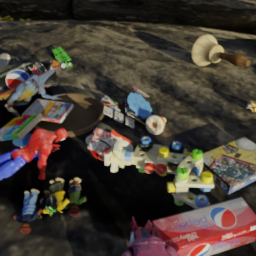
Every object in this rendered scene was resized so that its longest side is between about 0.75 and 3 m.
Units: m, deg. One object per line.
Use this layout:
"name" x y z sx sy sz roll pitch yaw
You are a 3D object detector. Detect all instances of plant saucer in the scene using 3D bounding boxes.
"plant saucer" -2.137 -0.450 9.897 2.625 0.387 2.625 0 35 0

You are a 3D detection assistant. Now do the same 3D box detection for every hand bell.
"hand bell" 4.225 -3.131 12.365 1.481 1.481 2.844 -14 30 -19

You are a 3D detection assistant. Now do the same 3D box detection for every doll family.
"doll family" -1.780 1.768 6.282 1.746 0.685 1.009 -28 48 23

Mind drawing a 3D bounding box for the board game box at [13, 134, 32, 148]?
"board game box" -3.229 0.437 8.864 0.786 0.153 0.621 -21 36 -35

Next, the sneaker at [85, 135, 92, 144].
"sneaker" -0.930 0.255 8.977 0.941 0.354 0.492 -20 22 -12

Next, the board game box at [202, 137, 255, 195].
"board game box" 3.072 0.992 7.910 1.931 0.334 1.308 -17 39 -23

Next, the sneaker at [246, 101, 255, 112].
"sneaker" 4.761 -0.706 10.366 0.788 0.355 0.295 27 38 -7

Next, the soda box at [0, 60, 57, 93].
"soda box" -4.389 -1.986 11.150 2.965 0.939 1.049 -11 5 -17

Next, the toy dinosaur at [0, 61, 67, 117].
"toy dinosaur" -3.464 -1.556 9.796 2.545 1.336 2.309 27 76 7

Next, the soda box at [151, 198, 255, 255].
"soda box" 1.620 2.192 5.924 2.181 0.691 0.763 -10 37 -15

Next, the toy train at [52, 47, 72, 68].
"toy train" -3.398 -3.563 14.240 0.610 0.452 2.164 -23 41 -14

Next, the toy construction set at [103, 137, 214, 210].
"toy construction set" 0.770 1.009 7.209 2.824 1.301 1.852 20 38 8

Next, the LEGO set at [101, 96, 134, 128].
"LEGO set" -0.388 -0.597 10.037 1.192 0.392 1.595 25 30 -17

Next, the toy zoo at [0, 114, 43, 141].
"toy zoo" -3.577 0.005 8.890 1.640 0.168 1.076 -5 36 35

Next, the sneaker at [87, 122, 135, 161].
"sneaker" -0.492 0.572 8.021 0.559 1.675 0.898 16 76 40

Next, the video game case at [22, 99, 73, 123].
"video game case" -2.741 -0.594 9.625 1.431 0.125 1.023 8 39 13

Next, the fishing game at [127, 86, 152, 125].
"fishing game" 0.399 -0.777 10.093 1.127 0.245 1.574 28 44 -24

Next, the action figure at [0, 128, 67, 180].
"action figure" -2.802 1.018 7.440 2.947 1.459 0.962 -32 54 -5

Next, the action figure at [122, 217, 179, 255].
"action figure" 0.324 2.628 4.357 1.833 2.038 2.736 -10 50 -4

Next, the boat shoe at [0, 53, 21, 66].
"boat shoe" -5.959 -3.079 13.203 2.690 0.899 0.767 18 0 41

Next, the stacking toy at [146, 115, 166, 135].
"stacking toy" 1.048 -0.190 9.470 0.649 0.649 0.888 19 25 25
